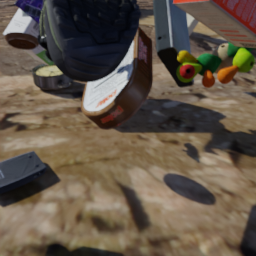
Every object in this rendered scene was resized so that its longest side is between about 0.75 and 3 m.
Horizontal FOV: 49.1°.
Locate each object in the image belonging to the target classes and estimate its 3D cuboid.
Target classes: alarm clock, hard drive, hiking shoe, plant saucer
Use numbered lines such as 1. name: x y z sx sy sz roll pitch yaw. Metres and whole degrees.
1. alarm clock: -2.835 -1.904 10.790 1.475 0.728 2.187 -20 35 -29
2. hard drive: -2.661 1.044 6.484 1.332 0.282 0.899 -22 38 -31
3. hiking shoe: -0.629 -1.291 3.707 1.060 1.409 2.800 8 43 -19
4. hard drive: 1.134 -2.733 7.160 0.471 1.999 2.864 -10 70 23
5. plant saucer: -2.496 -2.021 6.611 0.796 0.137 0.796 -1 -7 0

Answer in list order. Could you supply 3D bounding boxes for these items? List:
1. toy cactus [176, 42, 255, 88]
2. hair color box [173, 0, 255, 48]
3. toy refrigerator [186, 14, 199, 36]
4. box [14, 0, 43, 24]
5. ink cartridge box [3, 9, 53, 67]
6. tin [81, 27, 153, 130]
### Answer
1. toy cactus: 2.037 -1.634 5.686 2.694 1.377 2.223 -39 -3 -2
2. hair color box: 1.458 -1.629 3.968 1.493 0.457 0.758 17 9 -34
3. toy refrigerator: 2.318 -4.004 10.555 0.444 0.482 1.270 33 88 26
4. box: -1.655 -2.381 5.572 0.881 0.652 0.459 38 7 0
5. ink cartridge box: -2.791 -3.510 9.456 0.944 1.636 2.248 27 84 28
6. tin: -0.215 -1.037 5.236 1.363 0.510 2.434 -32 37 32
